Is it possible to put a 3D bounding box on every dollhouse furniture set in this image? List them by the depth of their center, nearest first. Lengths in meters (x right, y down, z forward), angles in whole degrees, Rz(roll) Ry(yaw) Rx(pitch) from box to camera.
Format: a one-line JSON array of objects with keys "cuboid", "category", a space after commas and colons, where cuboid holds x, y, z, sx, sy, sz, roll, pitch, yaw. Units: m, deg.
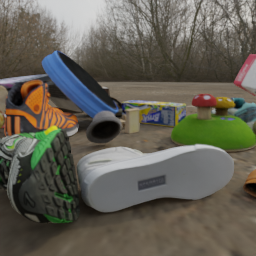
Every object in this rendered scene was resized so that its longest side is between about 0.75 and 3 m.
[{"cuboid": [-0.178, -0.250, 7.973, 0.906, 0.642, 0.986, -10, 15, -43], "category": "dollhouse furniture set"}]

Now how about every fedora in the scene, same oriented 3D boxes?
[{"cuboid": [-0.552, -0.063, 6.236, 0.763, 0.863, 0.390, 7, 48, -26], "category": "fedora"}]

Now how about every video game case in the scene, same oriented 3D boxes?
[{"cuboid": [-4.659, -1.835, 11.319, 2.728, 0.259, 1.949, 1, 19, 25], "category": "video game case"}]

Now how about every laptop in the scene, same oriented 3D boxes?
[{"cuboid": [-3.657, -1.139, 11.452, 2.448, 2.614, 1.515, 15, 62, 51], "category": "laptop"}]

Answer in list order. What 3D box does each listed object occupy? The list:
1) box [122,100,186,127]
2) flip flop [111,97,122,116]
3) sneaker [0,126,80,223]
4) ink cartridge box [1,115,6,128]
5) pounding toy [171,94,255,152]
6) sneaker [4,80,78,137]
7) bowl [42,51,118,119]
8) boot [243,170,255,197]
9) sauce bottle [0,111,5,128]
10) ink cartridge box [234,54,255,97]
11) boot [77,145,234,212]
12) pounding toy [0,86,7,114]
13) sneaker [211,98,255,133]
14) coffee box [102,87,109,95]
[{"cuboid": [0.800, -0.505, 9.181, 2.065, 0.664, 0.723, 9, 15, 36], "category": "box"}, {"cuboid": [-0.509, -0.810, 10.568, 2.485, 0.715, 1.008, 2, 12, 11], "category": "flip flop"}, {"cuboid": [-1.254, 0.572, 3.537, 1.102, 1.010, 2.587, -11, 5, -18], "category": "sneaker"}, {"cuboid": [-3.575, -0.233, 8.655, 0.808, 0.343, 0.588, -8, 14, -30], "category": "ink cartridge box"}, {"cuboid": [2.278, -0.229, 6.532, 2.501, 1.160, 1.930, 3, 12, 15], "category": "pounding toy"}, {"cuboid": [-2.001, -0.461, 6.955, 1.000, 1.444, 2.577, 3, 12, 15], "category": "sneaker"}, {"cuboid": [-1.400, -1.289, 8.771, 0.550, 2.804, 2.804, -44, 10, 9], "category": "bowl"}, {"cuboid": [2.094, 0.736, 3.710, 0.987, 0.378, 0.766, 9, 15, 39], "category": "boot"}, {"cuboid": [-3.672, -0.016, 6.796, 0.634, 0.634, 1.921, 0, 16, 1], "category": "sauce bottle"}, {"cuboid": [4.973, -1.236, 8.604, 2.126, 1.238, 2.919, 26, 10, -11], "category": "ink cartridge box"}, {"cuboid": [0.326, 0.510, 3.843, 2.058, 0.757, 0.984, -4, 17, -18], "category": "boot"}, {"cuboid": [-5.236, -1.069, 8.810, 2.947, 1.685, 1.691, 33, -12, -40], "category": "pounding toy"}, {"cuboid": [3.109, -0.476, 8.167, 0.820, 0.912, 2.112, -11, 13, -12], "category": "sneaker"}, {"cuboid": [-1.756, -1.836, 15.441, 1.152, 0.814, 2.039, -2, 12, -11], "category": "coffee box"}]
